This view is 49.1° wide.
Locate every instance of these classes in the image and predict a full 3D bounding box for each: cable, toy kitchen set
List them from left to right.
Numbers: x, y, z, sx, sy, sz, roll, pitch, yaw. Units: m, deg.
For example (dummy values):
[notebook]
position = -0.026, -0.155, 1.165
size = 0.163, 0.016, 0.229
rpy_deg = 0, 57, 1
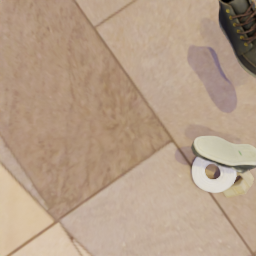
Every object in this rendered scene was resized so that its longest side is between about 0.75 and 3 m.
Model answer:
[cable]
position = 2.565, 1.320, 8.434
size = 1.280, 0.443, 1.280
rpy_deg = 17, 94, 20
[toy kitchen set]
position = 3.313, 1.605, 8.673
size = 0.793, 0.716, 0.647
rpy_deg = -35, 90, -41

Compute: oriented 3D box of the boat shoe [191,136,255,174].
[boat shoe]
position = 2.348, 0.731, 6.846
size = 2.117, 0.716, 0.760
rpy_deg = 13, 48, -28

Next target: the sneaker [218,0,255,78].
[sneaker]
position = 2.586, -2.057, 5.990
size = 0.886, 1.258, 2.368
rpy_deg = -34, 63, 14
